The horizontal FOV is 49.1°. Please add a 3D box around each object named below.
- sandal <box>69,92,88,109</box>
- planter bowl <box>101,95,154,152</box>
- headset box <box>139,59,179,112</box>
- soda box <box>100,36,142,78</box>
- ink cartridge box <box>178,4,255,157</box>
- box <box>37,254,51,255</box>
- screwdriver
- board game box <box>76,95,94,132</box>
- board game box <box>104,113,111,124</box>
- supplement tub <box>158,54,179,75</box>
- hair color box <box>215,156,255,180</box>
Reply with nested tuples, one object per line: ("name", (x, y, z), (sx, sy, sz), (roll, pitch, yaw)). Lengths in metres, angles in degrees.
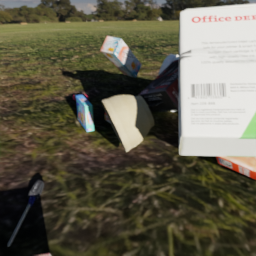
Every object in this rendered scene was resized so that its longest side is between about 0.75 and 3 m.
("sandal", (-1.923, -1.157, 11.392), (0.733, 0.440, 1.951), (-9, 25, -19))
("planter bowl", (0.063, -0.245, 7.378), (1.008, 1.497, 1.497), (-25, 28, -6))
("headset box", (1.207, -1.113, 7.382), (1.774, 0.665, 1.319), (-45, 20, -18))
("soda box", (-0.179, -2.172, 8.716), (0.549, 0.510, 1.604), (22, -6, 30))
("ink cartridge box", (2.040, -0.925, 5.559), (2.050, 1.181, 2.809), (1, 68, 9))
("box", (-1.587, 2.191, 3.289), (1.419, 0.907, 0.773), (-5, 24, -11))
("screwdriver", (-1.940, 1.610, 5.448), (0.265, 0.254, 1.822), (28, 20, -16))
("board game box", (-1.458, -0.502, 9.366), (0.266, 0.899, 1.182), (-10, 27, -21))
("board game box", (-0.128, -0.298, 9.653), (0.918, 0.281, 1.211), (-15, 28, -30))
("supplement tub", (2.417, -1.473, 9.643), (2.524, 1.822, 1.822), (22, 30, 21))
("hair color box", (3.241, 0.566, 5.798), (2.423, 1.344, 0.775), (23, -10, 30))
